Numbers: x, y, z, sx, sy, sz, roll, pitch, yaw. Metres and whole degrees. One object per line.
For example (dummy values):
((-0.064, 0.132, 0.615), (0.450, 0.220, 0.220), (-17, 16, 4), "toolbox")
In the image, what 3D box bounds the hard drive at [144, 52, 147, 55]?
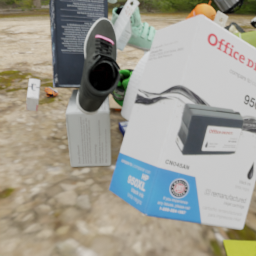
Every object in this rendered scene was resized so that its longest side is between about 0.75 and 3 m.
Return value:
((0.959, -2.647, 11.254), (0.731, 1.108, 0.146), (5, 0, 25), "hard drive")

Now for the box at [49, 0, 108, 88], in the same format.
((-1.486, -2.532, 8.236), (1.442, 2.694, 2.000), (-4, 7, -18), "box")

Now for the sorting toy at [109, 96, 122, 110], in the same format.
((-0.154, -0.870, 11.623), (1.460, 0.291, 1.975), (7, 25, 4), "sorting toy")

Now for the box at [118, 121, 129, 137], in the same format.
((0.366, 0.210, 9.584), (1.019, 0.273, 1.682), (-9, 28, -15), "box")

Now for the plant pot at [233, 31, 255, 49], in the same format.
((3.347, -1.317, 6.175), (2.350, 2.474, 2.474), (-16, 19, 27), "plant pot")

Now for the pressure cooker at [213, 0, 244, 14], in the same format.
((3.725, -4.723, 10.377), (0.887, 0.993, 0.873), (-41, 15, 12), "pressure cooker")

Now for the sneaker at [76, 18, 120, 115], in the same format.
((-0.500, -1.486, 5.954), (0.816, 2.309, 1.145), (15, -16, -20), "sneaker")

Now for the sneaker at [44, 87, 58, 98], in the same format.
((-3.711, -1.648, 13.062), (0.857, 0.332, 0.480), (18, 31, 30), "sneaker")

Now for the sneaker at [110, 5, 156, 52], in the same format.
((0.522, -3.512, 9.841), (2.398, 1.415, 0.883), (7, 59, -3), "sneaker")

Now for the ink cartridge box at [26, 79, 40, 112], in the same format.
((-2.826, -0.983, 8.343), (0.338, 0.580, 0.797), (7, 50, -18), "ink cartridge box")

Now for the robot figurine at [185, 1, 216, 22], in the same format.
((2.958, -4.381, 11.792), (1.067, 1.830, 1.316), (40, 54, -6), "robot figurine")

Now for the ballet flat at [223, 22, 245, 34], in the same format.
((3.601, -3.159, 9.672), (0.805, 0.688, 2.423), (46, 21, -4), "ballet flat")

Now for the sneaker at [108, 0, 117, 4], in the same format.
((-0.875, -4.761, 9.816), (1.028, 0.455, 0.387), (12, -15, -29), "sneaker")

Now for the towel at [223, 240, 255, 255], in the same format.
((2.548, 2.460, 5.530), (1.231, 0.111, 0.530), (1, 23, 4), "towel")

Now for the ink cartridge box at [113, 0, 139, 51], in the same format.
((-0.050, -2.833, 7.583), (0.299, 1.265, 1.012), (22, 27, -26), "ink cartridge box")

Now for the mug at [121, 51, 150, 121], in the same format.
((0.775, -0.748, 5.842), (1.626, 1.425, 1.200), (21, 18, 20), "mug")

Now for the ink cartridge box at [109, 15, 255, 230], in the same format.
((0.923, -0.001, 3.662), (1.629, 2.253, 0.949), (17, -3, -28), "ink cartridge box")

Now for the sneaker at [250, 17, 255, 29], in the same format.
((4.469, -3.474, 8.676), (0.517, 0.704, 1.556), (33, 9, -17), "sneaker")

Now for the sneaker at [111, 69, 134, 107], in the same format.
((0.013, -1.220, 7.773), (1.043, 1.139, 2.673), (-53, 22, -7), "sneaker")

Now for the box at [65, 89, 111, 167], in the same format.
((-1.133, -0.052, 8.444), (1.175, 1.797, 1.788), (-1, 28, -4), "box")

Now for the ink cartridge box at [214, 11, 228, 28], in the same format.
((2.226, -2.621, 8.563), (0.635, 1.886, 1.105), (33, 26, 25), "ink cartridge box")
